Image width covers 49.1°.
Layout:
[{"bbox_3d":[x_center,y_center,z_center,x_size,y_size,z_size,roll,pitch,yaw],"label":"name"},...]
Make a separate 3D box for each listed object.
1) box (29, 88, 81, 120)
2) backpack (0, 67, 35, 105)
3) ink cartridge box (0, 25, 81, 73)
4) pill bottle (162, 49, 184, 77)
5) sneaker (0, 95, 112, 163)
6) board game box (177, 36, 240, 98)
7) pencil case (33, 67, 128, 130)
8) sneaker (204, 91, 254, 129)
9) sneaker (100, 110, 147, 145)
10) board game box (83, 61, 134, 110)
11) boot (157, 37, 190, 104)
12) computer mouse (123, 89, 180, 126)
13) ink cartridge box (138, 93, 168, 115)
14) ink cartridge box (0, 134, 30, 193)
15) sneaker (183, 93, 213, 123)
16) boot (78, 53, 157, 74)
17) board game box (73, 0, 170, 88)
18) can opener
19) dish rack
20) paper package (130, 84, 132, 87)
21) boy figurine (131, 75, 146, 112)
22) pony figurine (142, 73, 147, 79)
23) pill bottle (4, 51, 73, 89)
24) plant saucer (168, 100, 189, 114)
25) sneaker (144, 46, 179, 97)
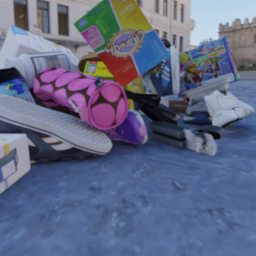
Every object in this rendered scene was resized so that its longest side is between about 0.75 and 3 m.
[{"bbox_3d":[-2.570,-0.785,9.617,1.011,1.351,2.699,36,32,31],"label":"box"},{"bbox_3d":[-3.381,-0.301,6.796,2.107,1.924,1.418,-21,38,-24],"label":"backpack"},{"bbox_3d":[-3.173,-2.231,10.496,2.770,1.734,1.780,13,29,-41],"label":"ink cartridge box"},{"bbox_3d":[1.554,-2.280,9.956,0.580,1.031,0.580,-22,14,6],"label":"pill bottle"},{"bbox_3d":[-1.744,0.229,6.237,2.701,1.072,1.059,21,21,-22],"label":"sneaker"},{"bbox_3d":[2.583,-2.097,10.010,2.306,1.561,0.397,-12,18,39],"label":"board game box"},{"bbox_3d":[-1.394,-0.863,7.311,1.374,1.331,2.933,-32,34,-31],"label":"pencil case"},{"bbox_3d":[3.267,-0.678,9.084,1.071,1.155,2.849,-35,-14,28],"label":"sneaker"},{"bbox_3d":[-0.474,0.014,7.628,1.061,0.966,2.401,-21,22,-32],"label":"sneaker"},{"bbox_3d":[-0.538,-1.044,9.094,1.264,0.593,2.489,5,-31,9],"label":"board game box"},{"bbox_3d":[2.175,-2.499,12.501,1.037,2.872,2.169,-35,54,-3],"label":"boot"},{"bbox_3d":[0.964,-0.479,7.799,2.343,0.539,1.645,34,-7,-40],"label":"computer mouse"},{"bbox_3d":[0.782,-1.119,12.816,1.766,0.758,1.293,12,23,39],"label":"ink cartridge box"},{"bbox_3d":[-2.670,0.664,4.665,1.323,0.796,1.820,1,11,7],"label":"ink cartridge box"},{"bbox_3d":[2.764,-0.936,11.002,1.144,1.265,2.970,2,13,11],"label":"sneaker"},{"bbox_3d":[-0.495,-2.716,9.392,2.689,1.031,2.088,-12,58,-13],"label":"boot"},{"bbox_3d":[-0.116,-2.086,6.540,1.435,1.875,0.378,-33,24,17],"label":"board game box"},{"bbox_3d":[1.439,0.198,7.243,0.733,0.581,2.206,-31,27,-31],"label":"can opener"},{"bbox_3d":[2.618,-1.230,9.140,1.477,0.321,1.267,-17,-2,22],"label":"dish rack"},{"bbox_3d":[-0.813,-1.550,11.548,1.814,1.729,0.938,-25,18,-4],"label":"paper package"},{"bbox_3d":[0.301,-1.277,10.096,0.866,1.393,0.449,-23,35,-32],"label":"boy figurine"},{"bbox_3d":[-0.460,-2.110,10.449,2.164,2.089,1.802,43,7,19],"label":"pony figurine"},{"bbox_3d":[-2.731,-1.780,8.626,1.844,1.049,1.049,-17,20,-36],"label":"pill bottle"},{"bbox_3d":[2.558,-1.062,13.681,2.375,0.409,2.375,1,11,0],"label":"plant saucer"},{"bbox_3d":[1.095,-1.887,9.585,1.229,1.679,0.676,1,19,21],"label":"sneaker"}]
